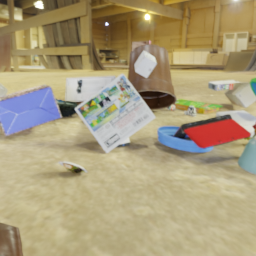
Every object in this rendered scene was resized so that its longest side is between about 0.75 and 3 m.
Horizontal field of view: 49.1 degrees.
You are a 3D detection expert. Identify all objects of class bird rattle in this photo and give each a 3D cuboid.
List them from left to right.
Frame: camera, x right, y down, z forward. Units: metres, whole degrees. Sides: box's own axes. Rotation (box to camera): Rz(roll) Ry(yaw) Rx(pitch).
[{"bbox_3d":[4.324,0.137,9.271,0.513,0.911,0.743,34,-16,15],"label":"bird rattle"}]

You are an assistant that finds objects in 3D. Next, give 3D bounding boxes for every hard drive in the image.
[{"bbox_3d":[4.676,-0.181,11.155,1.393,0.282,2.111,-4,25,-15],"label":"hard drive"}]

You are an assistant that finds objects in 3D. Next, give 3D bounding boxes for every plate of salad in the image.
[{"bbox_3d":[-1.387,1.017,6.972,0.761,0.183,0.761,14,-20,5],"label":"plate of salad"}]

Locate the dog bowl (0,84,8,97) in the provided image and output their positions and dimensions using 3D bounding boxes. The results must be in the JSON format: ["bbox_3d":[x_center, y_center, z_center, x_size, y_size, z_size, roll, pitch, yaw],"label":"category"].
[{"bbox_3d":[-7.045,-1.417,13.172,2.579,0.756,2.579,-18,34,12],"label":"dog bowl"}]

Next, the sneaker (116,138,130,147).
[{"bbox_3d":[-0.596,0.017,9.972,0.799,0.813,2.112,-11,18,-33],"label":"sneaker"}]

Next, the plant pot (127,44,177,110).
[{"bbox_3d":[1.076,-2.547,14.073,2.649,2.623,2.649,1,-15,0],"label":"plant pot"}]

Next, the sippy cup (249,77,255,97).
[{"bbox_3d":[5.866,-1.676,10.807,1.550,1.661,2.115,-38,-15,7],"label":"sippy cup"}]

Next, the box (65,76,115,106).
[{"bbox_3d":[-1.861,-1.784,14.226,2.540,1.482,0.764,-4,-26,-2],"label":"box"}]

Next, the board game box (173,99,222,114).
[{"bbox_3d":[3.534,-1.172,15.160,1.341,0.421,2.808,-14,18,-38],"label":"board game box"}]

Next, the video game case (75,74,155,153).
[{"bbox_3d":[-0.410,-0.450,8.682,1.877,1.711,0.207,-36,-4,-1],"label":"video game case"}]

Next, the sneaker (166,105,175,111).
[{"bbox_3d":[2.205,-1.135,15.030,0.416,0.313,0.890,11,15,-16],"label":"sneaker"}]

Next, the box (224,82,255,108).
[{"bbox_3d":[6.243,-1.855,15.395,1.119,0.916,2.356,-38,4,11],"label":"box"}]

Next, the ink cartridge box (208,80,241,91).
[{"bbox_3d":[5.216,-2.294,15.139,1.514,0.381,0.825,-5,19,-11],"label":"ink cartridge box"}]

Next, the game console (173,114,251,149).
[{"bbox_3d":[2.434,0.278,8.428,1.725,1.024,1.486,-11,-24,-16],"label":"game console"}]

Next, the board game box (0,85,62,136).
[{"bbox_3d":[-3.918,-0.800,10.932,2.051,1.246,2.573,-20,16,-17],"label":"board game box"}]

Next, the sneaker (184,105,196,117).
[{"bbox_3d":[3.055,-0.880,13.792,0.328,0.534,0.821,-4,16,-17],"label":"sneaker"}]

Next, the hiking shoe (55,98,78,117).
[{"bbox_3d":[-3.659,-1.200,13.354,2.637,0.981,1.143,2,54,3],"label":"hiking shoe"}]

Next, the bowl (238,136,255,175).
[{"bbox_3d":[3.813,0.688,7.549,1.543,0.807,1.543,-1,16,0],"label":"bowl"}]

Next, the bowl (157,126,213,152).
[{"bbox_3d":[1.889,0.354,9.179,1.910,0.375,1.910,7,13,-2],"label":"bowl"}]

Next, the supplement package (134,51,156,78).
[{"bbox_3d":[0.748,-2.796,12.312,0.614,0.799,0.835,26,29,-18],"label":"supplement package"}]

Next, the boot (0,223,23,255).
[{"bbox_3d":[-2.205,1.882,3.209,2.210,0.761,2.371,5,13,-35],"label":"boot"}]
